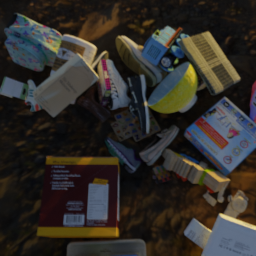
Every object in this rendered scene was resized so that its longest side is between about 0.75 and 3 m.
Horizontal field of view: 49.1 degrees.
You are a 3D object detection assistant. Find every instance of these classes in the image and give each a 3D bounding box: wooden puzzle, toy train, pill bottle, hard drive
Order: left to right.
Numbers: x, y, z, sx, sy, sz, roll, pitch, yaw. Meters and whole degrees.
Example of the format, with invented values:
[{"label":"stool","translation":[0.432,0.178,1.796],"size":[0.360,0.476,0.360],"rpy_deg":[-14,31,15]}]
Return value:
[{"label":"pill bottle","translation":[-2.336,-2.322,11.372],"size":[1.428,1.428,2.497],"rpy_deg":[21,96,9]},{"label":"wooden puzzle","translation":[-0.699,5.189,8.973],"size":[2.722,0.680,2.939],"rpy_deg":[-2,67,-1]},{"label":"wooden puzzle","translation":[1.275,1.725,10.524],"size":[1.031,0.072,0.611],"rpy_deg":[-10,65,-37]},{"label":"toy train","translation":[1.689,-3.503,11.917],"size":[1.576,1.196,2.759],"rpy_deg":[36,43,-3]},{"label":"hard drive","translation":[3.204,4.269,8.733],"size":[1.828,0.370,2.772],"rpy_deg":[20,97,1]}]

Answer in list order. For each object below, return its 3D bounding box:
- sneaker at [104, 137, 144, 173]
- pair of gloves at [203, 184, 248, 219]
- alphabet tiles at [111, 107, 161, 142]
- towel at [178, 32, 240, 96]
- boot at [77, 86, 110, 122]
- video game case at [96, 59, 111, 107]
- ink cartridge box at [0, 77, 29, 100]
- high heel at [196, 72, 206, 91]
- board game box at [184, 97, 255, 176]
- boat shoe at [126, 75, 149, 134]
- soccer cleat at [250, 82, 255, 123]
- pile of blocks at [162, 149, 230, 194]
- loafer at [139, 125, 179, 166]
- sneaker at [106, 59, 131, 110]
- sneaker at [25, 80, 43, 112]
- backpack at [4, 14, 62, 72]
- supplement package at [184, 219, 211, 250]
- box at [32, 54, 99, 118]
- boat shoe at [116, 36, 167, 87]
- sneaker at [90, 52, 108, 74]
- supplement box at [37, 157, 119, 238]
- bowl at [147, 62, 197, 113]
[{"label":"sneaker","translation":[-0.188,0.925,10.893],"size":[0.754,0.641,1.722],"rpy_deg":[-39,83,-25]},{"label":"pair of gloves","translation":[3.622,2.594,10.308],"size":[1.457,0.255,1.239],"rpy_deg":[43,73,15]},{"label":"alphabet tiles","translation":[0.244,-0.152,11.577],"size":[1.745,0.066,1.459],"rpy_deg":[-25,70,-10]},{"label":"towel","translation":[3.306,-2.674,11.435],"size":[2.527,0.453,2.625],"rpy_deg":[-28,85,-42]},{"label":"boot","translation":[-1.211,-0.991,11.744],"size":[1.447,0.465,1.348],"rpy_deg":[35,54,3]},{"label":"video game case","translation":[-1.043,-1.827,11.585],"size":[0.266,1.347,1.486],"rpy_deg":[-4,66,-18]},{"label":"ink cartridge box","translation":[-4.866,-1.650,12.012],"size":[1.044,0.250,0.760],"rpy_deg":[20,67,-29]},{"label":"high heel","translation":[2.908,-2.684,12.116],"size":[1.808,0.906,2.537],"rpy_deg":[38,56,8]},{"label":"board game box","translation":[3.824,0.288,11.066],"size":[2.247,0.641,2.295],"rpy_deg":[-38,72,-14]},{"label":"boat shoe","translation":[0.388,-0.957,11.403],"size":[0.801,1.004,2.655],"rpy_deg":[-6,60,0]},{"label":"soccer cleat","translation":[5.530,-1.350,11.730],"size":[1.031,0.899,2.696],"rpy_deg":[23,68,30]},{"label":"pile of blocks","translation":[2.404,1.681,10.520],"size":[2.583,1.060,0.803],"rpy_deg":[28,110,20]},{"label":"loafer","translation":[1.206,0.541,10.804],"size":[0.622,0.712,1.979],"rpy_deg":[43,68,-5]},{"label":"sneaker","translation":[-0.525,-1.860,11.960],"size":[0.961,0.891,2.372],"rpy_deg":[-6,68,-19]},{"label":"sneaker","translation":[-4.088,-1.348,11.810],"size":[0.710,0.535,1.518],"rpy_deg":[-25,73,-13]},{"label":"backpack","translation":[-3.899,-3.478,11.913],"size":[2.341,2.078,1.762],"rpy_deg":[16,71,-4]},{"label":"supplement package","translation":[2.422,3.598,9.489],"size":[0.843,0.806,0.620],"rpy_deg":[34,84,15]},{"label":"box","translation":[-2.298,-1.573,10.296],"size":[2.243,1.065,0.872],"rpy_deg":[-41,33,1]},{"label":"boat shoe","translation":[0.546,-3.036,12.347],"size":[0.960,1.049,2.806],"rpy_deg":[-33,76,-21]},{"label":"sneaker","translation":[-1.670,-3.036,12.492],"size":[1.127,0.593,1.559],"rpy_deg":[25,56,19]},{"label":"supplement box","translation":[-1.548,2.413,9.607],"size":[2.465,1.659,2.499],"rpy_deg":[0,67,0]},{"label":"bowl","translation":[1.989,-1.340,11.139],"size":[1.240,2.304,2.304],"rpy_deg":[41,71,-13]}]
